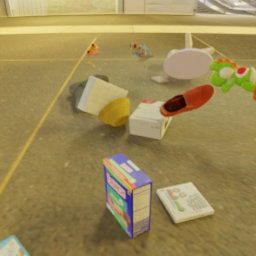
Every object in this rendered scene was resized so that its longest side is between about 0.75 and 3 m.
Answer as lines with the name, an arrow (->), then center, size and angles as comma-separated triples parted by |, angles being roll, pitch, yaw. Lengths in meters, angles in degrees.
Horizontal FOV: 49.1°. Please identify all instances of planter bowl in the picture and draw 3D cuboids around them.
planter bowl -> -0.371, -0.448, 10.121 | 1.336, 1.336, 0.556 | -18, 62, -30

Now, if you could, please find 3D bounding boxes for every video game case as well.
video game case -> 1.349, 1.773, 6.769 | 0.981, 0.128, 1.078 | -9, 29, -16
video game case -> -2.208, 2.741, 4.920 | 1.216, 0.151, 1.699 | -25, 37, -38

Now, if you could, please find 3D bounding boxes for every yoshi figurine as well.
yoshi figurine -> 3.286, -1.451, 8.606 | 1.762, 0.987, 0.990 | 30, 15, 19

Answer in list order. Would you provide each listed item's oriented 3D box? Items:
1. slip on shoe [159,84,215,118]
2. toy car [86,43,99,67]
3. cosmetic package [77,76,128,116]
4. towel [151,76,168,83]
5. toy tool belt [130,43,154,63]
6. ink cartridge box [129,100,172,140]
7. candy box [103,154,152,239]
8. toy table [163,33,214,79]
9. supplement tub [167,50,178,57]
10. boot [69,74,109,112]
slip on shoe -> 1.941, -0.891, 9.144 | 1.952, 0.723, 0.597 | -22, -11, 2
toy car -> -1.159, -2.498, 9.741 | 0.342, 1.026, 0.503 | 35, 78, 6
cosmetic package -> -0.889, -1.027, 10.095 | 1.615, 1.217, 0.417 | 17, 7, -45
towel -> 1.668, -2.570, 14.954 | 0.567, 0.148, 0.856 | -15, 32, -22
toy tool belt -> 0.717, -3.737, 13.569 | 0.756, 1.230, 0.768 | -4, 65, 34
ink cartridge box -> 0.840, -0.341, 10.102 | 1.180, 0.671, 1.619 | 11, 33, 19
candy box -> -0.029, 1.441, 6.046 | 0.533, 1.384, 1.170 | -16, 32, -28
toy table -> 3.289, -3.730, 15.106 | 2.557, 2.351, 1.498 | 7, 42, 19
supplement tub -> 2.892, -4.220, 17.156 | 0.984, 0.984, 1.362 | 2, 29, 4
boot -> -1.519, -1.577, 12.335 | 2.117, 0.845, 2.328 | -24, 27, -13
